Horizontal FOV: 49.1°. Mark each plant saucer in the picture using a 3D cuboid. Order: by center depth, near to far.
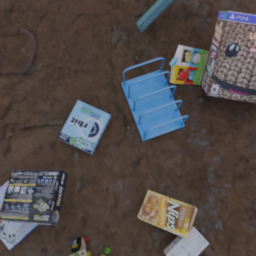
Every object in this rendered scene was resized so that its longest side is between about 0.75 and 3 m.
[{"bbox_3d":[1.316,-4.985,11.396,2.521,0.881,0.239,-42,85,11],"label":"plant saucer"}]

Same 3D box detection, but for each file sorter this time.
[{"bbox_3d":[0.974,-1.091,10.558,1.763,1.558,2.540,-19,77,-5],"label":"file sorter"}]

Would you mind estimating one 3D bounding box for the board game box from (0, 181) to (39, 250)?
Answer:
[{"bbox_3d":[-4.081,2.969,10.192,1.940,0.421,1.931,-42,82,-8],"label":"board game box"}]

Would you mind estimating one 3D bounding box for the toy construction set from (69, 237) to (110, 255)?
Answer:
[{"bbox_3d":[-1.345,4.465,9.428,1.645,1.264,1.372,3,77,0],"label":"toy construction set"}]

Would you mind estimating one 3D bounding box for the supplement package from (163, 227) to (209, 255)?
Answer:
[{"bbox_3d":[1.996,4.167,9.761,1.347,0.738,0.766,-41,80,-9],"label":"supplement package"}]

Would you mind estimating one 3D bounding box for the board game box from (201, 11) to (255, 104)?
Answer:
[{"bbox_3d":[4.227,-2.552,10.192,2.323,1.411,2.914,8,114,2],"label":"board game box"}]

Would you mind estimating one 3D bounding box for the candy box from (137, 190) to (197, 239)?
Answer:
[{"bbox_3d":[1.364,2.998,9.782,1.815,0.502,1.048,14,68,26],"label":"candy box"}]

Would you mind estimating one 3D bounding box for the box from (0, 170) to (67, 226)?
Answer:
[{"bbox_3d":[-3.154,2.266,9.297,2.114,0.519,1.704,-5,62,22],"label":"box"}]

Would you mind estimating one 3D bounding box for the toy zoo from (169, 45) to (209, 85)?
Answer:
[{"bbox_3d":[2.240,-2.326,10.539,0.212,2.075,1.361,29,116,42],"label":"toy zoo"}]

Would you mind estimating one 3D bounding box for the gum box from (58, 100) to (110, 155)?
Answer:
[{"bbox_3d":[-1.685,-0.027,10.911,1.434,0.376,1.688,24,78,6],"label":"gum box"}]
